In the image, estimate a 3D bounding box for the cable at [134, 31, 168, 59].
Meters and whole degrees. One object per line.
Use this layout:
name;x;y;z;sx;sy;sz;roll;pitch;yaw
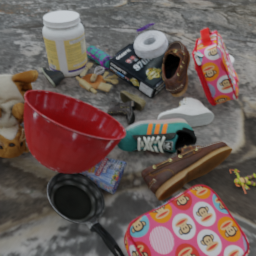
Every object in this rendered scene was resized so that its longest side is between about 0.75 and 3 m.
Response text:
cable;0.947;-3.481;11.684;1.424;0.493;1.424;14;57;29

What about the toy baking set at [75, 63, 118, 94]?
toy baking set;-1.382;-2.136;12.130;2.149;0.250;1.649;35;49;27

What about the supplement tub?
supplement tub;-2.810;-3.756;12.561;1.789;2.461;1.789;0;40;0

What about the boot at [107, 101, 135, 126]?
boot;-0.270;-0.547;10.386;1.032;0.410;1.186;-4;51;15

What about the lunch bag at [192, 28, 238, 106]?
lunch bag;3.295;-2.496;10.701;1.205;2.591;2.942;-17;23;26

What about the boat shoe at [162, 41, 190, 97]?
boat shoe;1.838;-2.553;10.957;0.999;0.998;2.838;-20;46;28

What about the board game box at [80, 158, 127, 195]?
board game box;-0.760;1.265;8.185;1.153;0.356;1.154;12;41;13

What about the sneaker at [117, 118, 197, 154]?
sneaker;0.953;0.341;8.800;2.592;0.925;1.036;-12;34;-17

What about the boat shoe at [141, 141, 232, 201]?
boat shoe;1.698;0.967;7.997;2.808;0.988;0.987;-22;52;-24

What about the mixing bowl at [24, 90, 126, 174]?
mixing bowl;-1.624;0.248;7.623;2.820;1.527;2.820;22;15;-6

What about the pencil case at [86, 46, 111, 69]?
pencil case;-1.407;-3.416;13.570;0.722;0.665;1.563;-21;44;-34

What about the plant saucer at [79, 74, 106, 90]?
plant saucer;-1.569;-2.067;12.303;1.166;0.218;1.166;0;40;0

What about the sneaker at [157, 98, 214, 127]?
sneaker;1.905;-0.538;10.154;2.036;0.750;1.176;-4;34;-13

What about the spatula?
spatula;0.213;-4.075;13.005;0.254;2.470;0.698;54;33;2

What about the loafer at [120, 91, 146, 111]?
loafer;0.185;-1.088;10.956;0.427;0.481;1.265;-30;54;-34

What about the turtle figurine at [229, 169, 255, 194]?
turtle figurine;3.305;1.535;7.910;0.749;0.299;0.928;0;33;-11

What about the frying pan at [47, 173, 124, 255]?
frying pan;-0.928;2.091;7.099;2.596;0.423;1.570;38;29;4

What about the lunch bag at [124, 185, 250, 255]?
lunch bag;1.322;2.574;5.976;2.405;0.985;2.118;-20;59;-23

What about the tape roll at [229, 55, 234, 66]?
tape roll;4.384;-3.144;13.416;1.275;0.446;1.275;0;39;0

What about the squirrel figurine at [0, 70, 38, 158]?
squirrel figurine;-3.860;-0.314;8.809;1.880;2.479;2.656;-12;5;-34

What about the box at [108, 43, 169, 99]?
box;0.968;-2.820;12.224;2.351;0.680;2.958;37;56;16

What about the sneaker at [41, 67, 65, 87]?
sneaker;-3.287;-2.352;12.336;0.693;0.488;1.305;-35;59;-13
